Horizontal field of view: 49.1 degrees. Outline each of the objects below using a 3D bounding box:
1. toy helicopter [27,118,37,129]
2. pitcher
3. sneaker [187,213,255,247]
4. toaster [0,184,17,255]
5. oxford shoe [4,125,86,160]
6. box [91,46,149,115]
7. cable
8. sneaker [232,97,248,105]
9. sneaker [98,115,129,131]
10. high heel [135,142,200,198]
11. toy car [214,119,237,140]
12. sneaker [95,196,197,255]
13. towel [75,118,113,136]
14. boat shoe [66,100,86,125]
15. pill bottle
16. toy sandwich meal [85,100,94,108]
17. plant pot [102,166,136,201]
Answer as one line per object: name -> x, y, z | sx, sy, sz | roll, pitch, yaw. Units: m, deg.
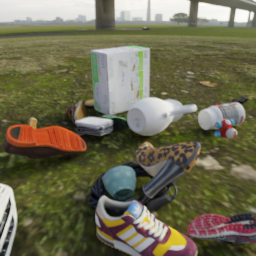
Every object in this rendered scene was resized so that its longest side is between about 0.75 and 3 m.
toy helicopter -> -3.385, 0.279, 9.827 | 0.523, 1.326, 0.877 | 26, 35, 36
pitcher -> 1.351, -0.559, 11.246 | 2.445, 1.482, 2.097 | -16, 5, -44
sneaker -> 2.148, 2.335, 6.198 | 1.635, 0.611, 0.659 | -5, 22, 15
toaster -> -3.345, 2.125, 5.347 | 1.887, 1.660, 2.922 | 0, 26, -8
oxford shoe -> -2.739, 0.563, 9.390 | 2.680, 0.972, 0.954 | 11, 42, -31
box -> -0.322, -2.357, 13.743 | 2.595, 2.941, 1.422 | -18, 29, -33
cable -> -0.013, 1.593, 7.685 | 2.397, 0.609, 1.956 | -14, 32, -21
sneaker -> 6.000, -1.391, 14.887 | 0.883, 0.335, 0.401 | -11, 35, -7
sneaker -> -0.581, -0.320, 12.000 | 1.544, 0.602, 0.658 | 13, 29, 28
high heel -> 1.059, 0.618, 7.484 | 0.869, 1.736, 2.435 | 40, 17, -18
toy car -> 3.676, 0.107, 10.140 | 0.737, 0.707, 0.799 | -9, 22, -24
sneaker -> 0.321, 2.160, 5.973 | 2.315, 1.043, 0.867 | 9, 26, 19
towel -> -1.328, -0.019, 11.179 | 1.114, 0.576, 1.345 | 8, 14, 20
boat shoe -> -2.409, -0.628, 12.663 | 0.819, 0.821, 2.276 | -14, 25, 2
pill bottle -> 3.951, -0.479, 11.912 | 1.762, 1.003, 1.003 | -10, 26, -22
toy sandwich meal -> -1.829, -1.219, 14.499 | 0.849, 0.291, 0.849 | -3, 24, 1
plant pot -> -0.178, 1.475, 7.139 | 0.869, 0.869, 0.582 | -5, 41, -12
